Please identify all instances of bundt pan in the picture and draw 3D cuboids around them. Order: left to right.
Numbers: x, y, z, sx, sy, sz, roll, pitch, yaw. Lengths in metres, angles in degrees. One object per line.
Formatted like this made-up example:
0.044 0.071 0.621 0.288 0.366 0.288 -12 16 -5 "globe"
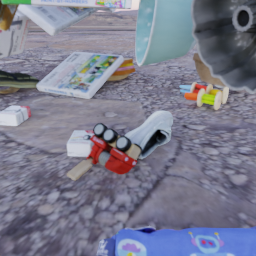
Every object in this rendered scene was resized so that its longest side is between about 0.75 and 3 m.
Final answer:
2.364 -2.027 4.993 1.000 2.664 2.664 -21 30 -23 "bundt pan"

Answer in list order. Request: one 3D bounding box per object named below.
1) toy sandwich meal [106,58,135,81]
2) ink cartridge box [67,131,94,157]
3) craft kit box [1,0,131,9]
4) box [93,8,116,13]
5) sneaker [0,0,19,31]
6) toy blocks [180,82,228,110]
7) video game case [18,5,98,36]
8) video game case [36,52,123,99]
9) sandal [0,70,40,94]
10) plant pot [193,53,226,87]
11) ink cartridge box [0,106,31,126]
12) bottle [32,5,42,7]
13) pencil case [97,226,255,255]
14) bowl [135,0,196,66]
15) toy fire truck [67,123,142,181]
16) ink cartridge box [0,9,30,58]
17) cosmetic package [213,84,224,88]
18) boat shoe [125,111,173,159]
-1.087 -3.032 13.686 2.817 0.965 2.817 3 24 -1 "toy sandwich meal"
-1.112 0.364 6.815 0.568 0.323 0.779 1 23 3 "ink cartridge box"
-0.804 -1.907 4.013 1.557 0.382 1.577 -4 24 -6 "craft kit box"
-0.440 -4.032 7.661 0.846 0.763 1.505 27 78 36 "box"
-2.332 -2.222 4.101 1.272 1.098 2.902 22 -5 -22 "sneaker"
2.536 -1.222 10.091 1.741 0.632 1.451 15 27 31 "toy blocks"
-2.538 -4.134 8.440 2.785 0.325 2.532 38 48 0 "video game case"
-1.977 -2.327 11.837 2.626 0.317 2.880 12 47 26 "video game case"
-4.852 -1.741 11.177 2.840 0.810 1.128 0 36 -48 "sandal"
3.373 -2.118 10.538 2.085 0.962 2.085 14 15 -4 "plant pot"
-3.448 -0.382 8.501 0.604 0.351 0.838 4 24 8 "ink cartridge box"
-2.095 -3.788 6.723 0.701 1.679 0.548 3 45 -31 "bottle"
0.949 1.585 3.095 2.561 0.999 1.112 -1 49 -6 "pencil case"
1.156 -3.083 7.822 1.473 2.817 2.817 4 23 -7 "bowl"
-0.528 0.651 5.828 1.123 1.276 0.821 28 -5 38 "toy fire truck"
-3.572 -2.671 7.818 0.726 1.247 1.713 26 27 0 "ink cartridge box"
4.991 -3.175 12.550 2.693 2.240 2.253 -4 24 -6 "cosmetic package"
0.660 0.196 6.847 0.718 0.703 2.015 20 37 33 "boat shoe"
